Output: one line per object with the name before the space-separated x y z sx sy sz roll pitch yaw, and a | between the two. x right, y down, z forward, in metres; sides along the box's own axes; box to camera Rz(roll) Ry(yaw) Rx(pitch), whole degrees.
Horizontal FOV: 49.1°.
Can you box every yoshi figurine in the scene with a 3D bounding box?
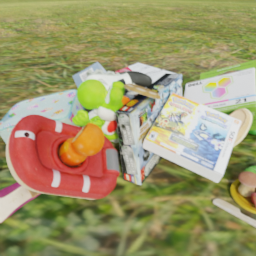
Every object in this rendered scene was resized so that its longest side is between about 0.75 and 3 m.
yoshi figurine | -0.963 -0.411 7.508 1.404 2.508 1.410 -8 58 -34

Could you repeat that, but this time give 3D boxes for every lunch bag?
lunch bag | -2.551 -0.300 8.680 2.443 0.942 1.959 -9 32 10

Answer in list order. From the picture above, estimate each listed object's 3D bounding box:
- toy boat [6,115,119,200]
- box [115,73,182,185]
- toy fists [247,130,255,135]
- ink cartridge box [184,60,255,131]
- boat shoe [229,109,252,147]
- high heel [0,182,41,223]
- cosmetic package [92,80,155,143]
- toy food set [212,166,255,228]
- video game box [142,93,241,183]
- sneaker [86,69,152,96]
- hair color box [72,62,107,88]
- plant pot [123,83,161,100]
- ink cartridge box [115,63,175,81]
toy boat | -1.159 0.480 6.055 2.644 1.728 1.725 17 50 -33
box | 0.725 -0.108 7.707 0.583 2.001 2.922 10 31 29
toy fists | 4.294 -0.563 9.541 1.289 0.869 2.528 25 33 10
ink cartridge box | 2.992 -1.271 8.874 2.157 1.105 2.918 -10 49 32
boat shoe | 2.442 0.240 7.321 0.641 1.853 0.683 14 29 -43
high heel | -2.812 1.650 6.348 2.002 0.674 0.960 -32 6 -21
cosmetic package | -0.037 -0.733 9.221 1.899 1.565 1.567 -19 37 -28
toy food set | 3.122 1.346 6.550 2.104 0.687 1.238 -22 37 -33
video game box | 1.547 0.149 6.638 1.868 0.437 1.702 24 53 12
sneaker | -0.262 -1.118 7.836 1.874 0.694 0.829 1 66 2
hair color box | -1.132 -1.603 10.252 1.007 0.617 2.035 -27 -11 7
plant pot | 0.335 -0.853 6.408 0.907 0.125 0.907 18 11 -4
ink cartridge box | 0.800 -1.899 11.827 2.238 0.933 1.626 25 38 33
